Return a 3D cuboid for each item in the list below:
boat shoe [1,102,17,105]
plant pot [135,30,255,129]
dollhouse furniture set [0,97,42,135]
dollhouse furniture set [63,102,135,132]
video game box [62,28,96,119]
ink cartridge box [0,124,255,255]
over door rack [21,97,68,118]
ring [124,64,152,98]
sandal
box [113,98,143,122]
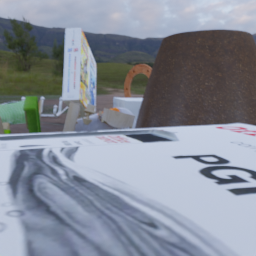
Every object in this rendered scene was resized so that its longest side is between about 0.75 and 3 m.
[{"bbox_3d":[-5.026,-0.713,11.739,2.044,0.753,0.655,-8,14,-7],"label":"boat shoe"},{"bbox_3d":[0.777,0.013,2.887,1.708,1.828,1.708,0,8,0],"label":"plant pot"},{"bbox_3d":[-2.744,-0.458,6.693,1.237,0.948,1.889,-5,33,-12],"label":"dollhouse furniture set"},{"bbox_3d":[-0.602,0.052,6.908,1.877,0.917,1.601,14,-3,-10],"label":"dollhouse furniture set"},{"bbox_3d":[-1.614,-1.679,9.751,0.621,2.417,2.653,-4,-13,3],"label":"video game box"},{"bbox_3d":[-0.310,0.662,0.767,2.716,1.125,1.993,-3,8,-13],"label":"ink cartridge box"},{"bbox_3d":[-3.951,-1.038,13.401,1.992,0.898,2.696,1,8,4],"label":"over door rack"},{"bbox_3d":[0.638,-1.825,13.439,0.232,2.420,2.420,-6,10,-39],"label":"ring"},{"bbox_3d":[-0.727,-0.085,7.435,1.839,0.705,0.527,-10,-4,-13],"label":"sandal"},{"bbox_3d":[0.281,-0.548,9.694,1.305,0.912,1.714,-1,9,-15],"label":"box"}]
